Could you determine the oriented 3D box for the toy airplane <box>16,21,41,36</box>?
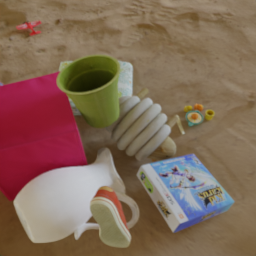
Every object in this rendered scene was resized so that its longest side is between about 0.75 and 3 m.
[{"bbox_3d":[-4.776,-4.929,13.822,1.300,0.239,1.300,3,48,-3],"label":"toy airplane"}]

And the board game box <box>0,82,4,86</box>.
[{"bbox_3d":[-5.416,-1.726,11.288,1.079,0.105,0.556,33,59,24],"label":"board game box"}]

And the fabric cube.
[{"bbox_3d":[-2.702,0.255,8.156,2.469,2.477,2.430,-17,53,-11],"label":"fabric cube"}]

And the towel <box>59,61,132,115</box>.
[{"bbox_3d":[-1.341,-1.617,10.751,2.986,0.719,2.556,1,53,1],"label":"towel"}]

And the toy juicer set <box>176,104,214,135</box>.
[{"bbox_3d":[2.255,-0.457,10.049,1.507,0.410,0.958,-26,55,-19],"label":"toy juicer set"}]

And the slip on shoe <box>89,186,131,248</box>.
[{"bbox_3d":[-0.358,2.171,6.597,0.774,2.088,0.639,-3,38,16],"label":"slip on shoe"}]

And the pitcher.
[{"bbox_3d":[-1.261,2.038,7.358,2.774,1.681,2.380,-24,64,-32],"label":"pitcher"}]

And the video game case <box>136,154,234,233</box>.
[{"bbox_3d":[1.573,1.673,7.744,2.066,0.470,1.873,-8,46,-32],"label":"video game case"}]

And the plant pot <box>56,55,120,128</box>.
[{"bbox_3d":[-0.838,-0.839,7.344,1.596,1.515,1.596,-7,47,8],"label":"plant pot"}]

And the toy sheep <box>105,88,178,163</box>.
[{"bbox_3d":[0.301,-0.106,8.752,2.931,2.021,2.021,41,60,7],"label":"toy sheep"}]
